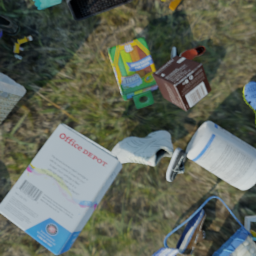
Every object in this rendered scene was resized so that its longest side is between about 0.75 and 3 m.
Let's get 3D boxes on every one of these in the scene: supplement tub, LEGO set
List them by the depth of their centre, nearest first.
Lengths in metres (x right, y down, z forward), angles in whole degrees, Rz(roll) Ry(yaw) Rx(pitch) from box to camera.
[{"bbox_3d":[3.307,0.936,9.650,2.279,1.503,1.503,33,87,2],"label":"supplement tub"},{"bbox_3d":[-4.053,-3.103,10.563,0.465,0.376,1.012,30,80,-33],"label":"LEGO set"}]

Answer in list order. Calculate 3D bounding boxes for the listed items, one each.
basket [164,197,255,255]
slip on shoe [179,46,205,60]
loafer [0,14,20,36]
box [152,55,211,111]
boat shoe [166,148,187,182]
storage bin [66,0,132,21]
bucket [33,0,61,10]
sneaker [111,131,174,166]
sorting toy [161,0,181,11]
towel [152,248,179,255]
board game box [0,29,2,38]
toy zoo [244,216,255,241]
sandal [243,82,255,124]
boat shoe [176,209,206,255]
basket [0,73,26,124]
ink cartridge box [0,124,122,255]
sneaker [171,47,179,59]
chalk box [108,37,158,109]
[{"bbox_3d":[2.940,4.119,9.230,2.552,2.013,2.894,-43,70,6],"label":"basket"},{"bbox_3d":[2.356,-2.728,10.300,1.177,0.360,0.436,-26,90,-20],"label":"slip on shoe"},{"bbox_3d":[-5.061,-4.099,10.409,2.058,0.647,0.739,21,86,1],"label":"loafer"},{"bbox_3d":[1.276,-1.090,6.727,0.834,1.006,0.826,-39,127,-6],"label":"box"},{"bbox_3d":[1.751,1.384,9.835,0.480,0.519,1.407,31,119,32],"label":"boat shoe"},{"bbox_3d":[-1.084,-5.033,9.966,2.456,1.660,1.151,-20,87,-1],"label":"storage bin"},{"bbox_3d":[-3.018,-5.017,10.149,0.843,1.296,1.296,-22,86,-23],"label":"bucket"},{"bbox_3d":[0.509,0.881,9.736,2.313,0.901,1.149,-19,46,0],"label":"sneaker"},{"bbox_3d":[1.946,-5.725,10.723,1.749,0.314,2.347,36,87,-2],"label":"sorting toy"},{"bbox_3d":[1.087,3.675,8.157,0.753,0.090,0.553,24,117,-36],"label":"towel"},{"bbox_3d":[-5.468,-3.318,9.996,1.472,0.713,1.173,26,79,-23],"label":"board game box"},{"bbox_3d":[4.910,4.041,10.071,1.446,0.226,2.205,5,87,0],"label":"toy zoo"},{"bbox_3d":[4.830,-0.787,10.099,0.779,0.854,1.961,-24,85,0],"label":"sandal"},{"bbox_3d":[2.362,3.723,9.946,0.641,0.639,1.770,28,96,-3],"label":"boat shoe"},{"bbox_3d":[-5.276,-1.278,9.375,2.447,2.425,1.968,33,91,1],"label":"basket"},{"bbox_3d":[-1.693,1.560,7.521,1.973,1.156,2.730,31,77,13],"label":"ink cartridge box"},{"bbox_3d":[1.957,-2.397,10.442,0.663,0.433,1.185,-2,94,-4],"label":"sneaker"},{"bbox_3d":[0.270,-1.801,9.906,1.355,1.345,2.170,-19,86,-1],"label":"chalk box"}]
